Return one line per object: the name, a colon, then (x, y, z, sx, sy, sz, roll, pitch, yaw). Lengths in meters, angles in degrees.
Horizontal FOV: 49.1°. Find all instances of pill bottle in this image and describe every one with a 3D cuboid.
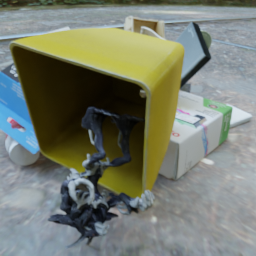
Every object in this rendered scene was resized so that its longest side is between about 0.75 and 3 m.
pill bottle: (-3.068, 0.289, 8.266, 1.011, 1.011, 1.800, -10, 31, -16)

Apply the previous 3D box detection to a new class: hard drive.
hard drive: (1.457, -1.853, 8.184, 0.334, 2.030, 1.417, 14, 51, -29)
hard drive: (3.410, -0.367, 10.200, 1.813, 0.238, 1.196, -17, 34, -27)

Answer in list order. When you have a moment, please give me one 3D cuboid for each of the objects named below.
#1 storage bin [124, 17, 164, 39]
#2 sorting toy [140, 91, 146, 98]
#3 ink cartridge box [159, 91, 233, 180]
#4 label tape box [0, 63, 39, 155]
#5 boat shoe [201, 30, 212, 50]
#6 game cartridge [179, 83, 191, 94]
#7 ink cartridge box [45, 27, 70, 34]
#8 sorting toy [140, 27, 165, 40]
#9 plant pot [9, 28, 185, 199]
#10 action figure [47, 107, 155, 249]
storage bin: (0.626, -3.449, 10.664, 1.420, 1.410, 0.666, -5, 7, -29)
sorting toy: (-0.142, -1.083, 9.696, 2.369, 1.765, 0.317, 13, 68, -4)
ink cartridge box: (1.463, 0.029, 8.490, 2.102, 1.219, 2.903, 25, 38, 37)
label tape box: (-2.316, -1.030, 7.728, 2.117, 0.929, 2.936, 32, 58, 16)
boat shoe: (1.734, -2.195, 9.471, 0.979, 2.620, 0.896, 42, 27, -2)
game cartridge: (1.505, -1.165, 10.463, 1.644, 1.066, 0.316, 4, 0, 23)
ink cartridge box: (-2.249, -2.579, 9.802, 1.171, 0.676, 1.609, -29, 82, -30)
sorting toy: (0.741, -2.267, 8.647, 0.737, 1.379, 1.242, 16, 10, -42)
plant pot: (-0.247, -0.671, 6.214, 2.948, 2.947, 2.600, 22, 45, 24)
action figure: (-0.468, 1.043, 5.087, 1.616, 2.718, 1.387, 11, 1, -35)
